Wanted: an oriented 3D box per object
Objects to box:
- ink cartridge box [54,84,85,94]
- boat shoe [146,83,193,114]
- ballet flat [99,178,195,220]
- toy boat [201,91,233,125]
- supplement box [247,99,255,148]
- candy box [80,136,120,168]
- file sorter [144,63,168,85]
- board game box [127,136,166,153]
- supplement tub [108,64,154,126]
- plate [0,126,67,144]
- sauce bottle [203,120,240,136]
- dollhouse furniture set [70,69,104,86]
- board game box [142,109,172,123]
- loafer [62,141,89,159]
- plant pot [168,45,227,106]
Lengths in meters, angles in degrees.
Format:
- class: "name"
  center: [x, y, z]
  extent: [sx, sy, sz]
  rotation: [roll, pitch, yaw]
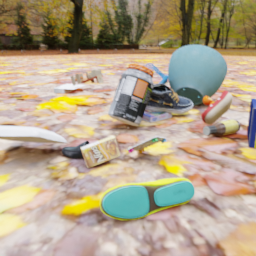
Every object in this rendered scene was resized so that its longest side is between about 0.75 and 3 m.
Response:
- class: "ink cartridge box"
  center: [-3.465, -2.315, 16.702]
  extent: [1.322, 0.332, 1.524]
  rotation: [7, 20, 17]
- class: "boat shoe"
  center: [1.712, -1.174, 11.190]
  extent: [2.208, 1.002, 0.781]
  rotation: [0, 47, -17]
- class: "ballet flat"
  center: [0.346, 1.348, 5.474]
  extent: [1.986, 0.664, 0.666]
  rotation: [-5, -3, -21]
- class: "toy boat"
  center: [3.058, -0.825, 10.049]
  extent: [0.877, 1.342, 0.876]
  rotation: [48, -1, 27]
- class: "supplement box"
  center: [4.929, -0.077, 8.441]
  extent: [2.364, 1.294, 1.287]
  rotation: [5, 20, 20]
- class: "candy box"
  center: [-0.716, 0.622, 7.280]
  extent: [0.914, 0.528, 0.253]
  rotation: [-20, 14, -18]
- class: "file sorter"
  center: [1.061, -2.197, 13.209]
  extent: [1.110, 1.255, 1.809]
  rotation: [44, 7, 4]
- class: "board game box"
  center: [0.530, 0.476, 7.582]
  extent: [0.896, 0.116, 0.896]
  rotation: [-26, -15, 21]
- class: "supplement tub"
  center: [0.154, -1.190, 10.181]
  extent: [1.258, 2.053, 1.258]
  rotation: [20, -4, 1]
- class: "plate"
  center: [-2.858, 0.185, 7.564]
  extent: [1.901, 0.307, 1.897]
  rotation: [2, -8, 10]
- class: "sauce bottle"
  center: [3.133, 0.012, 9.392]
  extent: [1.487, 0.481, 0.481]
  rotation: [-7, 19, -33]
- class: "dollhouse furniture set"
  center: [-1.726, -2.169, 12.601]
  extent: [1.245, 0.648, 1.258]
  rotation: [-12, 5, 39]
- class: "board game box"
  center: [0.950, -0.570, 11.585]
  extent: [1.227, 0.253, 1.230]
  rotation: [-15, 24, -38]
- class: "loafer"
  center: [-1.177, 0.579, 7.754]
  extent: [1.379, 0.484, 0.468]
  rotation: [1, 17, 12]
- class: "plant pot"
  center: [3.110, -2.210, 13.351]
  extent: [2.836, 2.836, 1.910]
  rotation: [8, 58, 23]
